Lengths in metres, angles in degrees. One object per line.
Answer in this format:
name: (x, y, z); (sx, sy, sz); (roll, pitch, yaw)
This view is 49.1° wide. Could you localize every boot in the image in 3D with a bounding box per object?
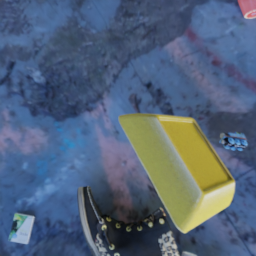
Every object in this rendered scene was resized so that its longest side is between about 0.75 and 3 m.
boot: (-0.041, 2.769, 7.816); (2.238, 1.088, 2.973); (-20, 81, -4)

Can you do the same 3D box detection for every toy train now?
toy train: (2.880, 0.350, 7.686); (0.820, 0.356, 0.469); (8, 44, -19)

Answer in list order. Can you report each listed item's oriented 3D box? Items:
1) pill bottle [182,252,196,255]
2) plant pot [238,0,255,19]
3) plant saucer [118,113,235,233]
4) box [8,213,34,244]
pill bottle: (1.670, 3.962, 7.864); (0.453, 0.453, 0.801); (14, 76, 3)
plant pot: (4.302, -4.316, 9.681); (0.939, 0.939, 0.831); (-7, 87, -2)
plant saucer: (1.448, 0.723, 6.861); (0.701, 2.893, 2.892); (-42, 65, 29)
box: (-3.149, 2.969, 8.263); (0.561, 0.141, 0.777); (9, 76, 2)
